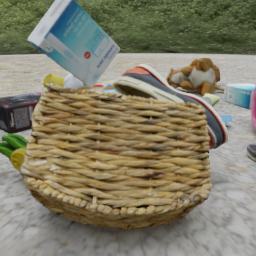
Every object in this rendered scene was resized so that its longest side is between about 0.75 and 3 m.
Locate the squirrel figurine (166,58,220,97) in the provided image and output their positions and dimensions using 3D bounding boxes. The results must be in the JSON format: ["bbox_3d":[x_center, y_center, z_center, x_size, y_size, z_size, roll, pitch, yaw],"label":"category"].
[{"bbox_3d":[3.096,-2.446,13.504,2.238,1.697,2.398,-1,18,41],"label":"squirrel figurine"}]

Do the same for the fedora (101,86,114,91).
[{"bbox_3d":[-0.364,-0.665,8.875,1.392,1.392,0.568,-2,-14,-7],"label":"fedora"}]

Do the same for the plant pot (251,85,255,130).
[{"bbox_3d":[4.782,-0.811,6.980,2.353,2.629,2.629,13,19,1],"label":"plant pot"}]

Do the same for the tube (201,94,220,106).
[{"bbox_3d":[3.249,-1.132,11.136,0.452,0.505,1.739,-34,-2,28],"label":"tube"}]

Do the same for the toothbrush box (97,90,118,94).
[{"bbox_3d":[0.276,-0.275,7.126,2.594,1.107,1.899,-8,24,-22],"label":"toothbrush box"}]

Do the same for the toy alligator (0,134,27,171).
[{"bbox_3d":[-1.849,0.532,5.215,2.383,0.573,0.790,22,20,11],"label":"toy alligator"}]

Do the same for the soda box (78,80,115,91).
[{"bbox_3d":[-0.621,-1.155,10.247,1.006,0.951,2.970,11,22,30],"label":"soda box"}]

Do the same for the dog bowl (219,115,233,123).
[{"bbox_3d":[2.640,-0.267,8.377,0.916,0.227,0.511,-2,2,20],"label":"dog bowl"}]

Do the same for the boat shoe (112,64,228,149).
[{"bbox_3d":[0.737,-0.362,5.310,0.754,0.858,2.410,-33,62,-31],"label":"boat shoe"}]

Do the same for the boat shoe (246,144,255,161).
[{"bbox_3d":[2.914,0.551,5.788,0.443,0.399,1.232,-14,21,-6],"label":"boat shoe"}]

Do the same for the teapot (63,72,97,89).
[{"bbox_3d":[-1.993,-1.765,10.915,1.470,1.074,1.451,-36,13,28],"label":"teapot"}]

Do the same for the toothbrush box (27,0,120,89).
[{"bbox_3d":[-1.592,-2.556,8.609,0.962,1.651,2.255,37,0,43],"label":"toothbrush box"}]

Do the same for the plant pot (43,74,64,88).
[{"bbox_3d":[-3.166,-1.848,11.891,1.037,0.736,1.037,-19,48,22],"label":"plant pot"}]

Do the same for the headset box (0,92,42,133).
[{"bbox_3d":[-3.089,-0.564,8.712,1.502,0.780,2.019,17,26,42],"label":"headset box"}]

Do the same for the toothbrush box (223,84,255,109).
[{"bbox_3d":[4.769,-1.297,11.068,1.203,0.701,1.643,-5,19,-16],"label":"toothbrush box"}]

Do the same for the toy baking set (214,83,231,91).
[{"bbox_3d":[4.545,-2.085,14.271,1.970,0.299,2.566,-3,18,-18],"label":"toy baking set"}]

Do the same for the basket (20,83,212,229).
[{"bbox_3d":[-0.192,0.643,4.259,2.435,1.814,1.738,7,62,-7],"label":"basket"}]
